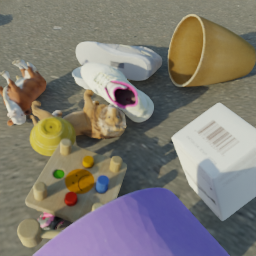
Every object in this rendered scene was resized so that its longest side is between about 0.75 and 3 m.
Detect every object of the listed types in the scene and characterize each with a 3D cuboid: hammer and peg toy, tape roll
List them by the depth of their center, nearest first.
[{"bbox_3d":[-0.082,2.070,3.410,2.661,2.661,1.131,-24,52,-24],"label":"tape roll"},{"bbox_3d":[-1.029,1.376,5.493,1.682,0.806,2.287,18,46,2],"label":"hammer and peg toy"}]

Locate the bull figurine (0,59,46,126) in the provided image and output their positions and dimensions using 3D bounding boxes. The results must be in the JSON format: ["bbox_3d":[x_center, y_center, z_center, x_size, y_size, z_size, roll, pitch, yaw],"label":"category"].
[{"bbox_3d":[-3.153,-1.088,8.121,0.740,1.380,2.273,-19,29,21],"label":"bull figurine"}]

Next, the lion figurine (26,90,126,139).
[{"bbox_3d":[-1.414,-0.140,7.390,2.646,0.959,1.620,-18,51,1],"label":"lion figurine"}]

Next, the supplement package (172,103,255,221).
[{"bbox_3d":[1.638,0.659,4.935,1.051,1.792,1.047,-36,48,-6],"label":"supplement package"}]

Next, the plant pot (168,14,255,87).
[{"bbox_3d":[2.794,-2.325,9.014,2.320,2.162,2.162,2,40,-20],"label":"plant pot"}]

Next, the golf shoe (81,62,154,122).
[{"bbox_3d":[-0.415,-1.161,7.669,2.524,1.155,0.951,36,93,20],"label":"golf shoe"}]

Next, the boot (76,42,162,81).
[{"bbox_3d":[-0.296,-2.430,9.872,2.938,1.080,1.404,22,33,20],"label":"boot"}]

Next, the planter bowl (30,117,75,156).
[{"bbox_3d":[-1.812,0.086,6.672,1.088,0.453,1.088,4,59,-6],"label":"planter bowl"}]

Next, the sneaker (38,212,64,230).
[{"bbox_3d":[-1.404,1.695,5.600,0.374,0.451,0.945,-13,27,31],"label":"sneaker"}]

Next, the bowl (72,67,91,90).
[{"bbox_3d":[-1.219,-1.593,9.097,1.130,0.508,1.130,-2,35,1],"label":"bowl"}]
